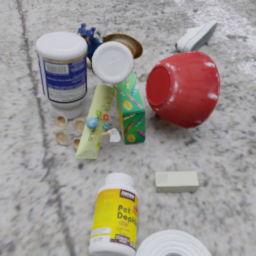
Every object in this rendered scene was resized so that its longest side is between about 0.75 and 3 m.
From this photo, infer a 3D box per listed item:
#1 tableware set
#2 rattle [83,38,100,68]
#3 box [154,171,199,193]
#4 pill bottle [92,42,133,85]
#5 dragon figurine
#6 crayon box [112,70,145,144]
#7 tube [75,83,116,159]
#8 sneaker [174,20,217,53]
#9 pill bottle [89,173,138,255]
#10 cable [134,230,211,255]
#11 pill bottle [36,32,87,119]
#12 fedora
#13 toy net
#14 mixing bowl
[{"bbox_3d":[-2.009,0.163,9.717,1.488,1.243,0.173,15,26,19],"label":"tableware set"},{"bbox_3d":[-1.004,-4.069,12.822,1.818,1.994,2.792,10,52,51],"label":"rattle"},{"bbox_3d":[1.526,1.729,8.964,1.338,0.457,0.550,0,50,-1],"label":"box"},{"bbox_3d":[-0.429,-1.882,8.323,1.123,1.123,1.939,-1,11,-1],"label":"pill bottle"},{"bbox_3d":[-1.495,-2.916,10.392,1.173,2.359,0.694,-29,70,-38],"label":"dragon figurine"},{"bbox_3d":[-0.035,-1.007,10.394,0.816,1.664,2.801,-10,51,-4],"label":"crayon box"},{"bbox_3d":[-1.019,-0.167,9.170,0.730,0.653,2.515,17,95,-10],"label":"tube"},{"bbox_3d":[3.401,-4.647,13.896,1.005,1.037,2.839,36,59,21],"label":"sneaker"},{"bbox_3d":[-0.343,2.447,7.858,1.222,1.222,2.237,3,51,3],"label":"pill bottle"},{"bbox_3d":[1.134,3.724,7.105,2.174,0.753,2.174,3,50,2],"label":"cable"},{"bbox_3d":[-2.334,-1.809,10.228,1.678,2.900,1.678,4,44,-4],"label":"pill bottle"},{"bbox_3d":[-0.237,-2.704,10.031,1.612,1.612,0.657,11,73,9],"label":"fedora"},{"bbox_3d":[-0.704,-0.021,8.905,0.244,1.266,0.664,14,70,58],"label":"toy net"},{"bbox_3d":[1.567,-1.377,9.603,1.492,2.755,2.755,3,44,-35],"label":"mixing bowl"}]
